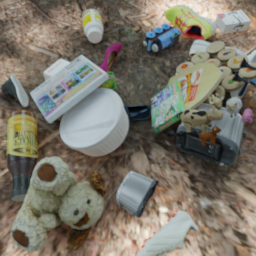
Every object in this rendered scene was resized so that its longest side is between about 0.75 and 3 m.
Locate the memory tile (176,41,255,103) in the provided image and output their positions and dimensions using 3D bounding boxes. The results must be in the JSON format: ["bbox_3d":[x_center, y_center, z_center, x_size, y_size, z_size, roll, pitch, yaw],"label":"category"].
[{"bbox_3d":[2.951,-1.978,9.482,2.038,0.223,2.660,-31,40,2],"label":"memory tile"}]

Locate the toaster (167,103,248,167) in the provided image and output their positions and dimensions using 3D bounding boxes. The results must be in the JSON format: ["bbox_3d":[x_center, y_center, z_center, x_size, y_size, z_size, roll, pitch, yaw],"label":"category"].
[{"bbox_3d":[2.382,0.125,8.345,2.126,1.208,1.373,18,52,24],"label":"toaster"}]

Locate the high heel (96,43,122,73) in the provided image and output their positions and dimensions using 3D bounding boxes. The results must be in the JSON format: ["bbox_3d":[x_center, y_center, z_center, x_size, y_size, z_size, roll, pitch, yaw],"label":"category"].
[{"bbox_3d":[-0.608,-2.498,10.588,0.842,0.591,1.752,29,74,31],"label":"high heel"}]

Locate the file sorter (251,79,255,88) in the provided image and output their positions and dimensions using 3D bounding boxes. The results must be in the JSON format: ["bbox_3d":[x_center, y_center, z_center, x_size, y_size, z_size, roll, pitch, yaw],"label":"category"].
[{"bbox_3d":[4.875,-1.974,10.263,0.591,0.523,0.852,-4,54,-3],"label":"file sorter"}]

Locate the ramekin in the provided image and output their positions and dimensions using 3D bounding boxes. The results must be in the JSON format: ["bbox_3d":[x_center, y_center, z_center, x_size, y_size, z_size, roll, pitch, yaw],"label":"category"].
[{"bbox_3d":[-0.921,-0.089,8.295,2.060,0.959,2.060,-14,52,19],"label":"ramekin"}]

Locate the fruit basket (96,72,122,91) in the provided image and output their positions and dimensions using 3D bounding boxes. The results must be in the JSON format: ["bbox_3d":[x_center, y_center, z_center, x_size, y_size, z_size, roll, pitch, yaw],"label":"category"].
[{"bbox_3d":[-1.002,-1.510,9.366,1.295,1.399,0.656,-7,92,19],"label":"fruit basket"}]

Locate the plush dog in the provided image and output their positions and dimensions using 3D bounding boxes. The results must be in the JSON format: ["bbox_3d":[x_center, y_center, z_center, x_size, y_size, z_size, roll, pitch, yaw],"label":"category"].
[{"bbox_3d":[-1.558,1.872,7.009,1.919,1.793,2.234,21,90,-10],"label":"plush dog"}]

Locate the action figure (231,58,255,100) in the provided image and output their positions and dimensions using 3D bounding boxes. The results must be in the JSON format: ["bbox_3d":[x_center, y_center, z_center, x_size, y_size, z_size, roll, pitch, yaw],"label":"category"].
[{"bbox_3d":[3.849,-1.235,7.858,1.745,1.037,0.890,31,17,18],"label":"action figure"}]

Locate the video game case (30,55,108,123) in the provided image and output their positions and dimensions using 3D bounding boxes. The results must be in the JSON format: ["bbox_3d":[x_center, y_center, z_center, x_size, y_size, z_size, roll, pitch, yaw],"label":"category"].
[{"bbox_3d":[-1.863,-1.270,8.547,2.136,0.253,1.945,-39,42,-7],"label":"video game case"}]

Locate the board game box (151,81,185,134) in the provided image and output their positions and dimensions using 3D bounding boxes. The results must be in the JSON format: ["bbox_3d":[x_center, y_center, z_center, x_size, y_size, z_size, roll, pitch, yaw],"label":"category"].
[{"bbox_3d":[1.224,-0.687,8.870,1.115,0.241,1.657,-34,32,29],"label":"board game box"}]

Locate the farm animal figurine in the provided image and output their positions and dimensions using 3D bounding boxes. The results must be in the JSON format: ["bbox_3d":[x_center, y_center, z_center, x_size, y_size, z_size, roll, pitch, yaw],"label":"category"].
[{"bbox_3d":[2.290,-0.402,7.294,1.645,0.827,1.328,-32,41,-12],"label":"farm animal figurine"}]

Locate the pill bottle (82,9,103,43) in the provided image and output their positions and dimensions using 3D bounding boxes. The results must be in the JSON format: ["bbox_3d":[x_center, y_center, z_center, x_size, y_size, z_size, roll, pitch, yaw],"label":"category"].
[{"bbox_3d":[-1.466,-4.222,11.701,0.796,0.796,1.431,-8,54,-6],"label":"pill bottle"}]

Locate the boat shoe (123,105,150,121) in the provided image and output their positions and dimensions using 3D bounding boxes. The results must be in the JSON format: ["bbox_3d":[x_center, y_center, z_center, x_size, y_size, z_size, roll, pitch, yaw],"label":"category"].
[{"bbox_3d":[-0.056,-0.567,9.238,1.560,0.536,0.657,-12,55,-7],"label":"boat shoe"}]

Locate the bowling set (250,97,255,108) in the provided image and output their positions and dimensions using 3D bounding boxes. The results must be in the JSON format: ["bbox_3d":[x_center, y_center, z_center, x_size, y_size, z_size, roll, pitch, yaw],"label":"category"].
[{"bbox_3d":[5.252,-1.374,9.199,1.525,1.177,2.192,25,88,-2],"label":"bowling set"}]

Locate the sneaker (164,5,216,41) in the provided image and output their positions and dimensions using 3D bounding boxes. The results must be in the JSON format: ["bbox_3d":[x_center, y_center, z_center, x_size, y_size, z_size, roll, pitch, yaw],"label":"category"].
[{"bbox_3d":[2.469,-4.375,11.761,2.330,0.911,1.052,30,62,19],"label":"sneaker"}]

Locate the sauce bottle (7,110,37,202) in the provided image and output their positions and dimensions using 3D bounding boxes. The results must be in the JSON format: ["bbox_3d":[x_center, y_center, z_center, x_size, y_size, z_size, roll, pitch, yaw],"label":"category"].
[{"bbox_3d":[-3.035,0.757,8.090,0.875,0.875,2.651,-10,62,-7],"label":"sauce bottle"}]

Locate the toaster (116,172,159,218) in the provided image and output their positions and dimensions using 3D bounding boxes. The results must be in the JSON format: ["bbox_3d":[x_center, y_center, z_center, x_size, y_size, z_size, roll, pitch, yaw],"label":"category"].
[{"bbox_3d":[0.223,1.713,7.516,0.793,0.698,1.228,23,59,19],"label":"toaster"}]

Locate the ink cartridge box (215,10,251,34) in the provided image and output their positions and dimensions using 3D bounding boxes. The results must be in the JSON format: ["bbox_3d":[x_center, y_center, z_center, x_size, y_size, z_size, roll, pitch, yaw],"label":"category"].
[{"bbox_3d":[4.529,-4.589,12.147,1.196,0.507,0.871,-11,55,-10],"label":"ink cartridge box"}]

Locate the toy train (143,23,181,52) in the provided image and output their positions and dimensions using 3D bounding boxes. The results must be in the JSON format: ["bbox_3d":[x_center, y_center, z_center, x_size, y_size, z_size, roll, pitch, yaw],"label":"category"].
[{"bbox_3d":[1.373,-3.631,11.379,1.573,0.682,0.899,-35,68,-22],"label":"toy train"}]

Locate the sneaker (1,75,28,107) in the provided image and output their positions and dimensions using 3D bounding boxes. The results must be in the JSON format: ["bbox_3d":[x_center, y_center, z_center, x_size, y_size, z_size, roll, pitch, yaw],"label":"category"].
[{"bbox_3d":[-3.963,-1.143,9.747,0.641,0.457,1.292,-34,74,11],"label":"sneaker"}]

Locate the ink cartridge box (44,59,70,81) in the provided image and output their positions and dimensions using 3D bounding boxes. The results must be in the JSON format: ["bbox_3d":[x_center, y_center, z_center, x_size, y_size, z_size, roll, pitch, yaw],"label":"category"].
[{"bbox_3d":[-2.160,-1.799,10.067,1.371,0.578,0.992,25,53,17],"label":"ink cartridge box"}]

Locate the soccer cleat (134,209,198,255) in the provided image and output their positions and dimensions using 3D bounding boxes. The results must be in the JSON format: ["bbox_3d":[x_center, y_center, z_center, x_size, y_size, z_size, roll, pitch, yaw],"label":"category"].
[{"bbox_3d":[0.913,2.791,6.794,1.905,0.660,0.739,-35,64,-25],"label":"soccer cleat"}]

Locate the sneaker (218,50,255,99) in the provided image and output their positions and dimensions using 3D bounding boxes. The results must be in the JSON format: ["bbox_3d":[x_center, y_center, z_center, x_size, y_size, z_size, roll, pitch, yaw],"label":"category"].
[{"bbox_3d":[3.699,-1.986,9.824,1.351,0.883,2.416,14,52,46],"label":"sneaker"}]

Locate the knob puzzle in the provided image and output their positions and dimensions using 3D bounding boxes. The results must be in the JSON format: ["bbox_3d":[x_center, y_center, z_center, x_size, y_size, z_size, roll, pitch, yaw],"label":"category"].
[{"bbox_3d":[2.058,-1.202,8.930,0.345,2.486,2.486,40,52,-26],"label":"knob puzzle"}]

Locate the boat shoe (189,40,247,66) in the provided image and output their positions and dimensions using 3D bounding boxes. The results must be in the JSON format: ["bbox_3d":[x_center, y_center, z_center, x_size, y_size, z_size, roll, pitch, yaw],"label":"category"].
[{"bbox_3d":[3.402,-2.680,10.697,2.185,0.775,0.763,23,76,14],"label":"boat shoe"}]
